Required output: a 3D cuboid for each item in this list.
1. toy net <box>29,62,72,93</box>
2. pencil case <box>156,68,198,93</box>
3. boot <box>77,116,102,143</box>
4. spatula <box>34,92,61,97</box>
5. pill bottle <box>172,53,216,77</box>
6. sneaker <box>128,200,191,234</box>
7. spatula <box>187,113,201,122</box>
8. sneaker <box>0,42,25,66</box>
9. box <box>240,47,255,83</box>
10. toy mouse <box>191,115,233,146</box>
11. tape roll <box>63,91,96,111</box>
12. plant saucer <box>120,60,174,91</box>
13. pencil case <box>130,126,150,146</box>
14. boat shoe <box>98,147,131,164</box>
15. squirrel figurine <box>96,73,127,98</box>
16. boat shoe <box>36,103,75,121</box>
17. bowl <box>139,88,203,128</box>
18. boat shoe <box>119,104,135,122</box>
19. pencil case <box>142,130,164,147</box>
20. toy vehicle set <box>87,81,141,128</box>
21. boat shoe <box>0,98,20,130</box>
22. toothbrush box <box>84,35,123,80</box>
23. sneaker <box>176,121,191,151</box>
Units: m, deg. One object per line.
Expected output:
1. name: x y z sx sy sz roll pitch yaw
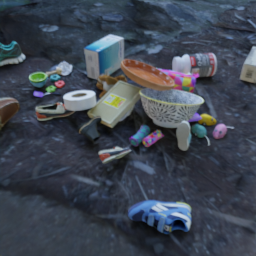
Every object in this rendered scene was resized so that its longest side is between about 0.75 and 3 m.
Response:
1. toy net: -3.609 -2.735 14.192 1.474 0.543 2.810 17 42 20
2. pencil case: 2.136 -2.250 13.047 2.122 0.938 0.938 9 40 9
3. boot: -1.230 0.075 10.609 0.823 0.461 1.189 38 49 18
4. spatula: -3.759 -1.578 13.109 1.268 0.130 0.358 -2 41 -3
5. pill bottle: 3.336 -3.145 14.211 1.988 1.152 1.152 -5 40 -6
6. sneaker: 0.885 2.485 7.757 1.799 0.665 0.740 0 41 2
7. spatula: 2.434 -0.992 12.204 0.795 0.289 2.814 -9 37 -2
8. sneaker: -7.065 -4.006 15.227 2.610 1.190 1.012 -24 45 -25
9. box: 6.564 -3.322 14.590 0.807 0.970 2.360 19 42 22
10. toy mouse: 3.181 0.031 10.963 1.849 0.358 1.643 10 40 12
11. tape roll: -2.004 -1.154 11.684 1.329 0.465 1.329 -5 23 2
12. plant saucer: 0.784 -2.177 11.733 2.390 0.386 2.390 19 26 -10
13. pencil case: 0.441 0.288 10.585 0.416 0.383 0.901 49 52 -6
14. boat shoe: -0.439 0.856 9.679 1.288 0.458 0.403 -16 67 -40
15. squirrel figurine: -0.783 -2.058 13.214 1.470 1.040 1.372 2 25 -23
16. boat shoe: -3.020 -0.785 11.812 1.715 0.537 0.611 -16 39 -22
17. bowl: 1.597 -0.728 11.008 2.495 1.171 2.495 6 21 -2
18. boat shoe: -0.053 -0.702 11.800 0.481 0.427 1.306 20 59 31
19. pencil case: 0.931 0.394 10.535 0.850 0.376 0.376 -32 49 -30
20. toy vehicle set: -0.509 -1.039 11.750 1.348 0.288 2.169 26 63 34
21. boat shoe: -5.275 -0.062 10.618 1.055 1.113 2.939 29 57 26
22. toothbrush box: -1.179 -3.650 14.477 0.927 1.591 2.173 24 46 26
23. sneaker: 1.996 0.184 9.976 0.480 1.298 0.532 12 45 17
